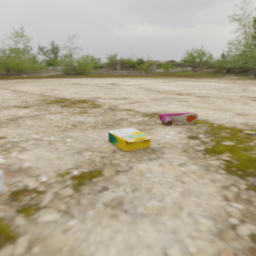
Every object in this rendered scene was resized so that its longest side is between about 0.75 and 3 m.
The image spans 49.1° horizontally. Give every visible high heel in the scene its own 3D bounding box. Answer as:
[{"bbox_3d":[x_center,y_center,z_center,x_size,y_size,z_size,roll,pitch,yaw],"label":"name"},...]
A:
[{"bbox_3d":[2.565,-0.617,14.308,1.947,0.656,0.936,-7,32,-17],"label":"high heel"}]

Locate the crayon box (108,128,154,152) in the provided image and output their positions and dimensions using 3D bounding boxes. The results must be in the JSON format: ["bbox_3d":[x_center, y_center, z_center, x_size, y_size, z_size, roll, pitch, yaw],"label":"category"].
[{"bbox_3d":[0.084,0.452,10.643,1.102,0.452,1.752,-7,15,-27],"label":"crayon box"}]

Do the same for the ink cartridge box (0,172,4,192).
[{"bbox_3d":[-3.747,1.395,6.644,1.205,0.505,0.874,1,14,5],"label":"ink cartridge box"}]
